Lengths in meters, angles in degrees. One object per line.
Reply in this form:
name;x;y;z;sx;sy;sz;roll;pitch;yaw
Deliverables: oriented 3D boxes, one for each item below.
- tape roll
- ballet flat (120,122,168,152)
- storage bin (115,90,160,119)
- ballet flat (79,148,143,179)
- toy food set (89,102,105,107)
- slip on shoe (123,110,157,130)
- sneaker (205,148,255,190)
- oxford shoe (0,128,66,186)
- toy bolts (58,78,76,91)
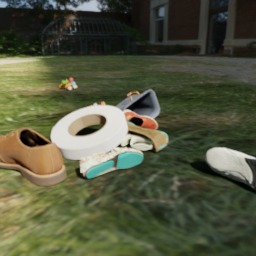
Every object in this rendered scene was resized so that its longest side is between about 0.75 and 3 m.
tape roll;-1.073;0.063;7.721;2.109;0.385;2.109;-9;34;6
ballet flat;0.177;0.289;7.927;1.920;0.651;0.695;16;45;31
storage bin;0.123;-0.648;9.576;1.035;1.122;1.541;5;36;48
ballet flat;-0.395;0.698;6.387;1.584;0.599;0.506;-10;40;-33
toy food set;-1.197;-0.814;11.713;0.885;0.398;0.423;-9;24;36
slip on shoe;0.395;-0.146;8.785;1.403;0.520;0.429;21;21;-37
sneaker;2.496;0.891;5.923;1.772;0.637;0.642;26;6;40
oxford shoe;-2.571;0.433;6.649;2.892;1.031;1.032;10;22;33
toy bolts;-3.534;-2.450;16.595;0.901;0.654;0.943;-38;1;42
